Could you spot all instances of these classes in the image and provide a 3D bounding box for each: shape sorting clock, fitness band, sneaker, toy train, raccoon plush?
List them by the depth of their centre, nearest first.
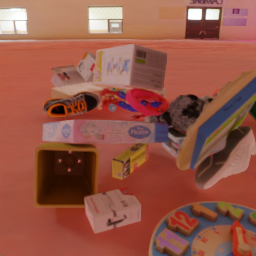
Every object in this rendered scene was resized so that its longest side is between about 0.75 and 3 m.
[{"bbox_3d":[1.457,1.709,3.593,2.384,0.468,2.384,0,21,0],"label":"shape sorting clock"},{"bbox_3d":[1.822,-0.107,5.692,2.430,2.430,0.477,-22,57,-44],"label":"shape sorting clock"},{"bbox_3d":[2.078,0.719,5.708,1.736,0.696,0.611,-39,18,-19],"label":"sneaker"},{"bbox_3d":[1.460,-0.440,7.178,1.843,0.892,1.235,4,10,37],"label":"raccoon plush"},{"bbox_3d":[0.766,-0.686,8.874,1.905,0.357,1.368,4,40,-44],"label":"fitness band"},{"bbox_3d":[-1.903,-0.714,9.575,1.968,0.770,0.760,-14,25,-8],"label":"sneaker"},{"bbox_3d":[-0.518,-1.347,11.222,1.776,0.658,2.365,-6,23,-17],"label":"toy train"}]

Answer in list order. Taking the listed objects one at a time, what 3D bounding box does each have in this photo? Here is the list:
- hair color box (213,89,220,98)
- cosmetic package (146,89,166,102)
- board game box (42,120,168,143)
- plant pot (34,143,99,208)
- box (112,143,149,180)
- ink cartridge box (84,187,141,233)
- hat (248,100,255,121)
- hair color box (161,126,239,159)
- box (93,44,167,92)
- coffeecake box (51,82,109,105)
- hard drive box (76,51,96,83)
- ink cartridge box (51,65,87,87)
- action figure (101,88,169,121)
[{"bbox_3d":[3.312,-1.097,10.018,0.304,0.503,0.991,-12,11,28],"label":"hair color box"},{"bbox_3d":[0.873,-1.450,11.748,1.291,0.472,0.668,16,26,37],"label":"cosmetic package"},{"bbox_3d":[-0.564,0.097,6.021,2.034,0.443,2.044,1,-1,-31],"label":"board game box"},{"bbox_3d":[-1.132,0.766,5.247,1.063,1.056,1.087,3,9,-11],"label":"plant pot"},{"bbox_3d":[0.071,0.704,6.264,0.287,0.431,1.146,12,23,29],"label":"box"},{"bbox_3d":[-0.267,1.355,4.683,0.809,0.335,0.594,-8,22,-21],"label":"ink cartridge box"},{"bbox_3d":[4.604,-1.361,8.165,1.882,2.000,2.272,23,51,-23],"label":"hat"},{"bbox_3d":[1.882,0.241,7.195,1.846,0.560,0.914,-10,23,-18],"label":"hair color box"},{"bbox_3d":[-0.020,-2.055,9.871,1.426,1.285,2.535,4,6,-35],"label":"box"},{"bbox_3d":[-1.842,-1.252,10.941,1.808,0.661,1.388,-17,28,-38],"label":"coffeecake box"},{"bbox_3d":[-1.691,-2.705,12.587,0.496,1.006,1.291,16,24,-43],"label":"hard drive box"},{"bbox_3d":[-2.775,-2.244,12.877,1.332,0.559,1.170,-23,69,-46],"label":"ink cartridge box"},{"bbox_3d":[0.379,-0.729,9.233,2.545,0.832,0.658,9,37,8],"label":"action figure"}]
